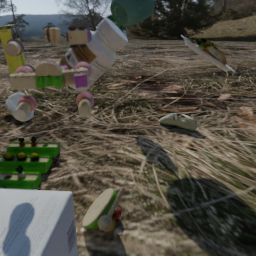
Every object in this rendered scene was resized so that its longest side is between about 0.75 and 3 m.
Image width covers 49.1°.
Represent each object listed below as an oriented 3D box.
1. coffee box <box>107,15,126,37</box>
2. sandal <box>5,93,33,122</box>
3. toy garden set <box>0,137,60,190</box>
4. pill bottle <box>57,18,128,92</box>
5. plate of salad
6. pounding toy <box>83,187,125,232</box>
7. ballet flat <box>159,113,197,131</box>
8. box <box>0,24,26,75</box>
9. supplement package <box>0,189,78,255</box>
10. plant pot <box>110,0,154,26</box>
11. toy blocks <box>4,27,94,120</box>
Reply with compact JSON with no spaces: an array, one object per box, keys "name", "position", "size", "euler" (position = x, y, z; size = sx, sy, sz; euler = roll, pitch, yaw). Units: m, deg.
[{"name":"coffee box","position":[-0.436,-3.926,11.004],"size":[0.688,1.119,0.246],"euler":[-9,-2,35]},{"name":"sandal","position":[-3.928,-0.682,10.143],"size":[0.780,0.471,1.918],"euler":[-24,41,-17]},{"name":"toy garden set","position":[-3.009,0.808,6.103],"size":[2.325,0.557,2.789],"euler":[1,21,2]},{"name":"pill bottle","position":[-0.710,-1.469,5.643],"size":[1.400,0.800,0.800],"euler":[-41,11,20]},{"name":"plate of salad","position":[1.649,-1.551,5.647],"size":[1.330,0.319,1.330],"euler":[28,23,-13]},{"name":"pounding toy","position":[-0.300,1.424,4.614],"size":[0.757,0.455,0.981],"euler":[-54,12,-29]},{"name":"ballet flat","position":[1.606,-0.262,9.014],"size":[1.344,0.467,0.467],"euler":[15,26,34]},{"name":"box","position":[-3.421,-2.289,8.361],"size":[0.369,1.474,0.555],"euler":[-4,24,2]},{"name":"supplement package","position":[-1.763,1.539,3.301],"size":[2.058,1.247,1.232],"euler":[2,21,4]},{"name":"plant pot","position":[0.052,-4.159,9.606],"size":[1.080,1.346,1.346],"euler":[-44,41,-22]},{"name":"toy blocks","position":[-1.063,-0.845,4.029],"size":[1.140,1.220,1.027],"euler":[-3,25,-5]}]
